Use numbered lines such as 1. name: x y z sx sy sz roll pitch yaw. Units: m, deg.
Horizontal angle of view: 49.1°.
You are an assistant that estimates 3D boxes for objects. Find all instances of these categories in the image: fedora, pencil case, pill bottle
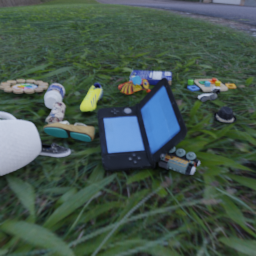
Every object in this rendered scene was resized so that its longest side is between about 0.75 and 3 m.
1. fedora: 3.842 -0.564 11.016 0.964 0.440 0.964 0 30 0
2. pencil case: -2.780 -0.551 10.860 0.559 0.487 1.251 27 28 -20
3. pill bottle: -3.193 -1.350 12.080 0.726 0.726 1.308 -1 30 -3

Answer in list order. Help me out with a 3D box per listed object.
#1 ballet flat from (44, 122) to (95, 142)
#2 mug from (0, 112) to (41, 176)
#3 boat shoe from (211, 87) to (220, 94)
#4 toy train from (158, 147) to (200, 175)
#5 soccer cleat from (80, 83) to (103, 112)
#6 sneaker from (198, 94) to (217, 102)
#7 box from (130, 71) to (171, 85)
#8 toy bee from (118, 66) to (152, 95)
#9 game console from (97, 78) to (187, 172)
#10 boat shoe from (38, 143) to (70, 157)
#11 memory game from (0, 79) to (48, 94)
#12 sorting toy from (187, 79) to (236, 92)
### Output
1. ballet flat: -1.992 0.077 9.674 1.798 0.617 0.567 11 53 8
2. mug: -3.691 0.335 8.166 1.832 1.543 2.090 -17 56 -30
3. boat shoe: 4.147 -1.706 13.020 0.288 0.303 0.868 53 24 23
4. toy train: 1.470 0.991 8.291 1.209 0.515 0.689 19 54 25
5. soccer cleat: -1.585 -1.302 11.861 0.646 0.836 1.999 4 29 11
6. sneaker: 3.570 -1.413 12.608 0.899 0.335 0.392 -6 23 -16
7. box: 1.202 -2.635 14.676 2.110 0.342 1.278 6 30 7
8. toy bee: 0.543 -1.984 13.079 1.854 1.008 1.214 -30 10 11
9. game console: 0.252 -0.196 8.663 2.317 1.533 2.634 -4 47 -8
10. boat shoe: -2.423 0.659 8.972 1.128 0.374 0.395 5 30 9
11. memory game: -5.024 -2.035 13.553 2.241 0.143 2.241 5 24 -2
12. sorting toy: 4.129 -2.213 13.964 2.444 0.333 1.376 -3 30 -6
